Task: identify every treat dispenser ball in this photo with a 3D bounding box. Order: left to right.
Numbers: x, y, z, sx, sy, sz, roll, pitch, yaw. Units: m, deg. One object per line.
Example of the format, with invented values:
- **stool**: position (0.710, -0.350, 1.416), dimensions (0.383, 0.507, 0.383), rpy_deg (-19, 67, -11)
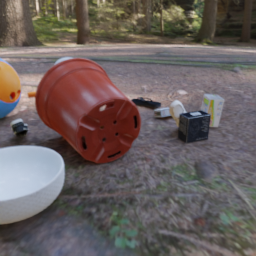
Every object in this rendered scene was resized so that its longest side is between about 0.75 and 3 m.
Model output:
- **treat dispenser ball**: position (-5.974, -1.678, 11.830), dimensions (2.764, 2.764, 2.764), rpy_deg (0, 21, 0)

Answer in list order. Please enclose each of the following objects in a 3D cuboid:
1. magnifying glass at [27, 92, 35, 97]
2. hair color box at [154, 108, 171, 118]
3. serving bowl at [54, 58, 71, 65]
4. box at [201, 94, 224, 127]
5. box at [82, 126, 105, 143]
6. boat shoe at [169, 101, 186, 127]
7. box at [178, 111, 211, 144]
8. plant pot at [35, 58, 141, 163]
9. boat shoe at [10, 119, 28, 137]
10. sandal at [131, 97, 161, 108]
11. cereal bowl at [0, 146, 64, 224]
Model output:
- **magnifying glass**: position (-4.414, -2.086, 16.375), dimensions (2.792, 0.313, 1.111), rpy_deg (-11, 24, -25)
- **hair color box**: position (1.807, -0.728, 12.595), dimensions (1.170, 0.355, 0.579), rpy_deg (-10, 6, -26)
- **serving bowl**: position (-2.530, -2.286, 13.598), dimensions (0.795, 2.418, 2.418), rpy_deg (-7, 14, 36)
- **box**: position (3.394, -0.692, 11.477), dimensions (0.610, 1.203, 0.677), rpy_deg (3, 23, -8)
- **box**: position (-0.992, 0.307, 9.255), dimensions (0.711, 0.557, 1.144), rpy_deg (-25, 35, -28)
- **boat shoe**: position (2.023, -0.406, 10.542), dimensions (0.571, 1.614, 0.559), rpy_deg (-39, 49, 0)
- **box**: position (2.394, -0.049, 10.178), dimensions (0.987, 0.971, 0.612), rpy_deg (-9, 23, -21)
- **plant pot**: position (-1.213, -0.470, 9.152), dimensions (2.927, 2.927, 2.847), rpy_deg (-12, 33, -28)
- **boat shoe**: position (-3.888, 0.103, 10.096), dimensions (0.577, 0.460, 1.525), rpy_deg (-24, -6, -11)
- **sandal**: position (0.924, -1.354, 14.184), dimensions (1.779, 0.381, 0.676), rpy_deg (13, 25, 38)
- **cereal bowl**: position (-2.677, 1.369, 6.461), dimensions (2.453, 1.022, 2.453), rpy_deg (0, 20, 0)
